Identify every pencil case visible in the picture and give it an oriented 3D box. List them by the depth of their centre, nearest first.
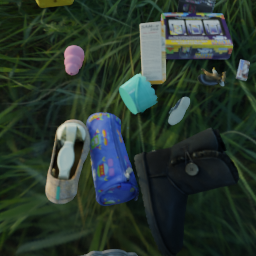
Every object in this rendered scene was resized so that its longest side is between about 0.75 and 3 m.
[{"bbox_3d":[-0.481,0.752,7.566,1.027,1.143,2.631,17,42,-35],"label":"pencil case"}]

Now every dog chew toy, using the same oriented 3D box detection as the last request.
[{"bbox_3d":[-2.001,-2.443,10.269,0.723,0.723,1.161,2,62,1],"label":"dog chew toy"}]

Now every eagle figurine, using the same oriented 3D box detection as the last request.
[{"bbox_3d":[2.989,-1.811,9.895,0.883,0.670,0.666,-2,84,31],"label":"eagle figurine"}]

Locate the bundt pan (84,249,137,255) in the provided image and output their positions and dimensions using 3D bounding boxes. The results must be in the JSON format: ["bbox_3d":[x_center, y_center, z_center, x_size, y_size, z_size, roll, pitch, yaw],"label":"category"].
[{"bbox_3d":[-0.519,3.186,5.024,2.127,2.127,0.798,-13,35,-9],"label":"bundt pan"}]

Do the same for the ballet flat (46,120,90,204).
[{"bbox_3d":[-1.426,0.509,6.952,0.941,0.930,2.766,3,43,-8],"label":"ballet flat"}]

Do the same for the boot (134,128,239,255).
[{"bbox_3d":[1.429,1.434,6.259,2.120,0.964,2.523,-19,75,19],"label":"boot"}]

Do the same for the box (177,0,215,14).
[{"bbox_3d":[2.911,-5.138,12.113,1.428,0.873,0.757,17,54,11],"label":"box"}]

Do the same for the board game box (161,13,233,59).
[{"bbox_3d":[2.628,-3.669,11.138,2.545,0.722,2.104,1,55,1],"label":"board game box"}]

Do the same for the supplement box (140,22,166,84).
[{"bbox_3d":[0.862,-2.445,9.278,0.690,1.875,1.182,0,15,14],"label":"supplement box"}]

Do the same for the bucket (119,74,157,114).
[{"bbox_3d":[0.297,-1.044,8.888,0.757,1.164,1.164,-34,60,-12],"label":"bucket"}]

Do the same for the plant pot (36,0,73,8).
[{"bbox_3d":[-3.472,-6.809,12.663,2.245,2.245,1.980,-9,66,-7],"label":"plant pot"}]

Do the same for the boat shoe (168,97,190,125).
[{"bbox_3d":[1.529,-0.526,8.637,0.379,0.313,1.012,32,80,-14],"label":"boat shoe"}]

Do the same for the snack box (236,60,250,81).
[{"bbox_3d":[4.263,-2.149,10.378,0.356,0.120,0.991,17,55,12],"label":"snack box"}]
